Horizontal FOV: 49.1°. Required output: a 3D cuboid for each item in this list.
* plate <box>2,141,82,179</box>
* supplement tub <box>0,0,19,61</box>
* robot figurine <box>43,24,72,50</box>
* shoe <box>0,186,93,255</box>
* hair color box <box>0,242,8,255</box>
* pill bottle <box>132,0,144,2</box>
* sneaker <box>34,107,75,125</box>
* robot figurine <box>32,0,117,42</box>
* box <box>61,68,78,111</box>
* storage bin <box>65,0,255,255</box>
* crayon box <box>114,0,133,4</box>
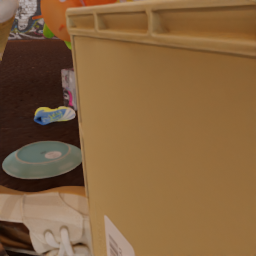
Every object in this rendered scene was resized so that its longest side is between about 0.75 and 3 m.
[{"bbox_3d":[-1.760,0.570,5.854,1.618,0.207,1.618,0,20,0],"label":"plate"},{"bbox_3d":[-3.462,-2.418,5.730,2.047,2.830,2.047,20,51,-26],"label":"supplement tub"},{"bbox_3d":[-1.632,-3.714,9.057,2.524,2.877,1.664,-5,38,35],"label":"robot figurine"},{"bbox_3d":[-1.125,1.204,3.328,2.763,0.966,0.738,3,32,21],"label":"shoe"},{"bbox_3d":[-1.862,1.657,2.713,1.371,0.444,0.750,-15,25,-37],"label":"hair color box"},{"bbox_3d":[0.303,-3.347,6.057,0.987,1.774,0.987,-3,-2,0],"label":"pill bottle"},{"bbox_3d":[-2.098,-0.282,7.897,1.165,0.441,0.612,-1,35,10],"label":"sneaker"},{"bbox_3d":[-1.102,-3.101,7.063,2.490,1.791,1.452,-42,13,-28],"label":"robot figurine"},{"bbox_3d":[-1.657,-1.316,9.271,0.721,1.257,0.830,18,28,39],"label":"box"},{"bbox_3d":[0.797,0.892,1.373,1.338,2.855,2.834,-13,25,-26],"label":"storage bin"},{"bbox_3d":[0.033,-1.190,4.513,0.439,1.703,1.071,-14,-16,34],"label":"crayon box"}]
